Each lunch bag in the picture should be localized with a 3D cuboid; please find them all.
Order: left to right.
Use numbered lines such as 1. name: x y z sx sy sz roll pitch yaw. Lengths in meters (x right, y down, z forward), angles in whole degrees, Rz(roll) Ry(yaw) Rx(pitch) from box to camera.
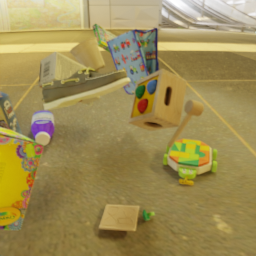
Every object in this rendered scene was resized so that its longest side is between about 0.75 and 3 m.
1. lunch bag: 0.343 -2.510 11.646 1.268 2.695 2.029 -16 11 -33

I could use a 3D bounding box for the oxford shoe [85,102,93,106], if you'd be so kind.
1. oxford shoe: -1.765 -1.386 11.305 0.493 0.379 1.311 -37 69 0

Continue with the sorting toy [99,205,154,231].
1. sorting toy: -0.002 2.413 7.433 1.371 0.202 1.013 1 21 9

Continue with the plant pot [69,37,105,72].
1. plant pot: -1.375 -2.509 10.064 1.110 1.016 1.110 -28 6 3

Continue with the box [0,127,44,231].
1. box: -3.454 0.621 5.303 2.695 1.644 2.595 17 -4 -33

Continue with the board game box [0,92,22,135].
1. board game box: -3.895 -0.302 8.219 1.408 2.078 0.359 21 49 15

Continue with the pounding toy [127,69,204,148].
1. pounding toy: 0.890 -0.510 7.410 0.993 1.907 2.170 19 -16 -26

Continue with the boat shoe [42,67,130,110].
1. boat shoe: -1.123 -1.030 6.726 2.469 0.738 0.882 -13 2 28

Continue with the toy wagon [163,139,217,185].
1. toy wagon: 2.153 1.122 9.759 1.803 0.460 2.324 7 27 14

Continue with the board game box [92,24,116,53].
1. board game box: -0.873 -3.980 12.997 0.250 1.153 1.714 -31 -26 30

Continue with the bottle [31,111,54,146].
1. bottle: -3.577 -0.014 11.751 0.934 0.730 2.237 -5 26 -13

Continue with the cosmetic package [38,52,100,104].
1. cosmetic package: -1.857 -1.551 9.134 0.829 0.982 1.900 -16 -24 36
